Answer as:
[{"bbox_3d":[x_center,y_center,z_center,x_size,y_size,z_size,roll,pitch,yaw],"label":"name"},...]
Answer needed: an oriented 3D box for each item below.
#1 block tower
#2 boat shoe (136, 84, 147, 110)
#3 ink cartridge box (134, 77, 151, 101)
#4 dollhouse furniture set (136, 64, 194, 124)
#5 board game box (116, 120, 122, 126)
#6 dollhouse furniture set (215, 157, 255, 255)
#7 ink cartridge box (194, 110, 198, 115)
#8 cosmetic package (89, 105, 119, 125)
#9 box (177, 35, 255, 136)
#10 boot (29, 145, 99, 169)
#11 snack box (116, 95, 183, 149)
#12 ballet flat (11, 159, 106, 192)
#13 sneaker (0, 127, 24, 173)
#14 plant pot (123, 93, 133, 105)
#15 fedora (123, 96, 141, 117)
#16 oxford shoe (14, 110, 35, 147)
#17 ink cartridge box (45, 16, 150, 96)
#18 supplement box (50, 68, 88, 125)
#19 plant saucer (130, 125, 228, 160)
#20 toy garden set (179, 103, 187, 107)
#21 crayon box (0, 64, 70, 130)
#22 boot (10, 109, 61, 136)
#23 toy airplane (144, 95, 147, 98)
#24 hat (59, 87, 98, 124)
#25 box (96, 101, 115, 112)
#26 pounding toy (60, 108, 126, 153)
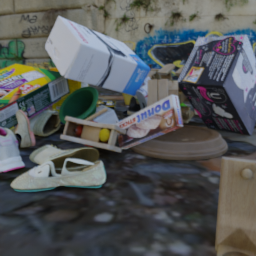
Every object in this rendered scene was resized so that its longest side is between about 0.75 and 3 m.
[{"bbox_3d":[1.132,-0.611,8.574,0.808,0.864,2.990,0,-8,10],"label":"block tower"},{"bbox_3d":[0.824,-0.873,10.187,0.758,1.779,0.657,-42,45,-21],"label":"boat shoe"},{"bbox_3d":[0.629,-1.392,10.620,0.401,0.694,0.951,-42,5,-37],"label":"ink cartridge box"},{"bbox_3d":[1.642,-1.562,11.195,2.304,2.019,1.531,12,37,32],"label":"dollhouse furniture set"},{"bbox_3d":[-0.007,-0.048,9.941,0.972,0.256,1.270,-5,13,-21],"label":"board game box"},{"bbox_3d":[1.414,1.083,2.382,1.363,1.168,1.433,5,13,22],"label":"dollhouse furniture set"},{"bbox_3d":[4.213,-0.941,12.451,1.559,0.908,2.141,-9,17,-23],"label":"ink cartridge box"},{"bbox_3d":[-0.959,-0.328,9.942,0.815,0.586,1.445,-29,19,-16],"label":"cosmetic package"},{"bbox_3d":[3.090,-1.273,8.828,1.614,1.859,2.814,14,-20,43],"label":"box"},{"bbox_3d":[-1.417,0.630,6.261,1.298,0.468,1.004,-12,16,-39],"label":"boot"},{"bbox_3d":[0.449,-0.081,6.927,0.251,0.743,2.067,9,-23,-39],"label":"snack box"},{"bbox_3d":[-1.268,0.824,5.157,1.702,0.531,0.574,-2,12,-8],"label":"ballet flat"},{"bbox_3d":[-3.045,0.360,6.501,1.979,0.873,0.805,11,16,41],"label":"sneaker"},{"bbox_3d":[0.373,-2.136,17.106,1.555,1.372,1.555,0,12,1],"label":"plant pot"},{"bbox_3d":[0.550,-1.052,13.026,1.845,0.843,1.845,-4,14,1],"label":"fedora"},{"bbox_3d":[-2.858,0.007,7.511,0.417,1.130,0.400,-15,-26,-32],"label":"oxford shoe"},{"bbox_3d":[-1.009,-2.347,9.446,2.886,1.215,2.087,8,34,-42],"label":"ink cartridge box"},{"bbox_3d":[-2.276,-1.291,11.127,1.197,2.186,1.190,1,11,7],"label":"supplement box"},{"bbox_3d":[1.371,0.311,7.940,2.773,0.409,2.773,-1,12,0],"label":"plant saucer"},{"bbox_3d":[1.655,-1.067,12.935,2.696,0.538,2.247,18,18,-21],"label":"toy garden set"},{"bbox_3d":[-3.825,-1.103,9.058,2.504,0.846,2.902,16,37,26],"label":"crayon box"},{"bbox_3d":[-3.043,-0.473,9.613,1.758,0.819,2.273,3,34,17],"label":"boot"},{"bbox_3d":[0.934,-1.182,9.153,1.110,0.204,1.110,-36,-4,-3],"label":"toy airplane"},{"bbox_3d":[-1.283,-0.368,9.430,1.485,1.578,1.793,-25,43,12],"label":"hat"},{"bbox_3d":[-1.446,-1.041,14.102,1.590,0.491,1.991,2,12,-1],"label":"box"},{"bbox_3d":[-0.977,-0.108,7.273,2.059,1.181,1.177,8,-9,41],"label":"pounding toy"}]
